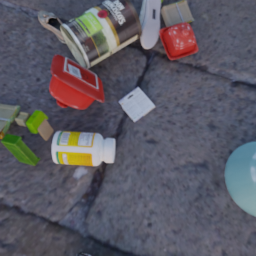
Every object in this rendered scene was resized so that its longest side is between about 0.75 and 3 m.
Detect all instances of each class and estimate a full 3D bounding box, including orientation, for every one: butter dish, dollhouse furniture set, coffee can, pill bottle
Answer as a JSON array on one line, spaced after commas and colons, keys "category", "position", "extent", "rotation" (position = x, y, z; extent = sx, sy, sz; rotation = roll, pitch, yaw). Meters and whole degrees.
[{"category": "butter dish", "position": [-2.006, -1.352, 9.849], "extent": [2.015, 2.021, 1.494], "rotation": [28, 115, -25]}, {"category": "dollhouse furniture set", "position": [-4.005, 0.162, 9.890], "extent": [2.390, 1.199, 1.565], "rotation": [9, 55, 27]}, {"category": "dollhouse furniture set", "position": [1.695, -5.263, 11.867], "extent": [1.196, 0.924, 2.394], "rotation": [-22, 91, -15]}, {"category": "coffee can", "position": [-0.996, -3.587, 10.516], "extent": [2.477, 1.813, 1.813], "rotation": [-34, 74, -11]}, {"category": "butter dish", "position": [2.055, -3.494, 10.796], "extent": [1.340, 0.993, 1.344], "rotation": [-20, 88, -9]}, {"category": "pill bottle", "position": [-1.446, 0.705, 9.368], "extent": [1.957, 1.104, 1.104], "rotation": [3, 71, 2]}]

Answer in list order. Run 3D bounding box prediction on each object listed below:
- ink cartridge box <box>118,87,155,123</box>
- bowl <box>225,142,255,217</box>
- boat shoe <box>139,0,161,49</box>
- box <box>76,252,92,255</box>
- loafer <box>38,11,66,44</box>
[{"category": "ink cartridge box", "position": [0.311, -0.859, 10.385], "extent": [0.975, 0.215, 0.993], "rotation": [-37, 77, -10]}, {"category": "bowl", "position": [4.649, 1.523, 8.960], "extent": [2.661, 1.392, 2.661], "rotation": [0, 70, -1]}, {"category": "boat shoe", "position": [0.773, -4.261, 11.317], "extent": [0.780, 0.768, 2.201], "rotation": [3, 93, -30]}, {"category": "box", "position": [-0.915, 5.118, 8.159], "extent": [1.894, 0.523, 2.365], "rotation": [13, 71, 4]}, {"category": "loafer", "position": [-2.994, -4.235, 11.371], "extent": [0.688, 0.602, 1.914], "rotation": [-42, 76, -13]}]
